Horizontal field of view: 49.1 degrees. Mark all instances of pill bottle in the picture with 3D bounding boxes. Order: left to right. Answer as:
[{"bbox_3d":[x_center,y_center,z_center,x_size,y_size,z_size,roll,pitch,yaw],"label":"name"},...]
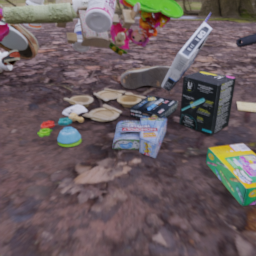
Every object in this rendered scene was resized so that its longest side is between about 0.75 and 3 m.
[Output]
[{"bbox_3d":[-7.464,-3.563,15.152,2.060,1.193,1.193,-2,27,-5],"label":"pill bottle"},{"bbox_3d":[-3.186,-3.961,9.505,0.601,1.052,0.601,16,33,-11],"label":"pill bottle"},{"bbox_3d":[-1.779,-3.673,11.011,0.689,0.689,1.240,2,69,4],"label":"pill bottle"},{"bbox_3d":[-0.675,-3.081,7.126,0.676,0.676,1.193,3,61,6],"label":"pill bottle"}]

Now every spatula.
[{"bbox_3d":[3.658,-2.219,6.442,2.415,0.683,0.248,0,2,44],"label":"spatula"}]

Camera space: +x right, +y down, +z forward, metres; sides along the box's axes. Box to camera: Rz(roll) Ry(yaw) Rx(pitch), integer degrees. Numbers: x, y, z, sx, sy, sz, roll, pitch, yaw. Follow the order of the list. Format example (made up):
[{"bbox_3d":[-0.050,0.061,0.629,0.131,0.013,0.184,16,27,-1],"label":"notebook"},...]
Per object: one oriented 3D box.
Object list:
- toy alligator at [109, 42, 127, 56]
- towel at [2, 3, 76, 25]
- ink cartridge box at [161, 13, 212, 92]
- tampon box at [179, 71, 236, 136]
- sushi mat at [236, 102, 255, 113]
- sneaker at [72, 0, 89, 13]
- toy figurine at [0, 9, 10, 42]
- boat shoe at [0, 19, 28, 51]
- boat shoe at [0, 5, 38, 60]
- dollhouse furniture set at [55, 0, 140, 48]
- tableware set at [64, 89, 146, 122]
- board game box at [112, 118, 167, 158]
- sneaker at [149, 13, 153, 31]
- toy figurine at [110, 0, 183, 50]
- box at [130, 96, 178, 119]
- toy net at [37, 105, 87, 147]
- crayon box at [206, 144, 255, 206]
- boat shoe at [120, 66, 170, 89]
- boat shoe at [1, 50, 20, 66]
[{"bbox_3d":[-0.594,-3.292,11.529,1.180,0.283,0.391,31,38,-10],"label":"toy alligator"},{"bbox_3d":[-1.947,-2.499,6.205,1.485,0.365,2.002,-7,21,-12],"label":"towel"},{"bbox_3d":[1.483,-1.780,6.805,0.325,1.485,1.499,35,69,6],"label":"ink cartridge box"},{"bbox_3d":[2.587,-0.859,9.248,1.093,1.732,1.298,-23,35,-37],"label":"tampon box"},{"bbox_3d":[5.168,-0.768,10.875,1.804,0.109,0.863,6,27,13],"label":"sushi mat"},{"bbox_3d":[-1.598,-5.070,11.273,1.733,0.662,0.698,-33,48,-24],"label":"sneaker"},{"bbox_3d":[-3.275,-2.495,6.149,1.346,1.463,1.098,17,40,-37],"label":"toy figurine"},{"bbox_3d":[-3.650,-2.861,7.922,1.749,0.618,0.557,29,40,-31],"label":"boat shoe"},{"bbox_3d":[-4.032,-3.145,8.631,2.926,1.108,1.050,31,17,-34],"label":"boat shoe"},{"bbox_3d":[-0.791,-3.089,7.920,2.321,1.203,1.028,-3,-18,-24],"label":"dollhouse furniture set"},{"bbox_3d":[-0.879,-1.039,11.141,2.461,0.342,2.946,22,34,36],"label":"tableware set"},{"bbox_3d":[0.386,0.251,8.427,1.652,0.510,1.651,1,26,2],"label":"board game box"},{"bbox_3d":[0.923,-4.909,12.422,0.378,1.026,0.593,-10,48,4],"label":"sneaker"},{"bbox_3d":[0.365,-3.867,10.384,2.529,2.328,1.899,23,52,-9],"label":"toy figurine"},{"bbox_3d":[0.976,-0.726,10.501,1.239,0.358,1.558,16,31,28],"label":"box"},{"bbox_3d":[-2.066,-0.139,9.315,1.286,0.473,2.451,-2,25,3],"label":"toy net"},{"bbox_3d":[2.788,1.065,6.824,1.048,0.514,1.764,-6,28,-11],"label":"crayon box"},{"bbox_3d":[0.953,-2.499,13.296,2.757,1.044,0.990,-4,26,-11],"label":"boat shoe"},{"bbox_3d":[-3.167,-1.827,7.563,0.879,0.275,0.313,-13,6,45],"label":"boat shoe"}]
